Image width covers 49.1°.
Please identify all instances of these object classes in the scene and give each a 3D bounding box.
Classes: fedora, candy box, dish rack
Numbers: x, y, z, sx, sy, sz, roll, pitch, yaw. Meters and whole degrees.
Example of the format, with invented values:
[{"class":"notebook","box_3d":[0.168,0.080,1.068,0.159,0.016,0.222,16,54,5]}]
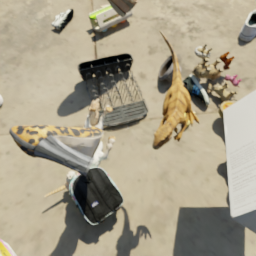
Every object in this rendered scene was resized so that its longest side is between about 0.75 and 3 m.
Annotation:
[{"class":"fedora","box_3d":[1.570,-2.088,10.168,0.517,1.012,1.145,32,28,-17]},{"class":"candy box","box_3d":[-3.312,3.725,6.439,1.240,0.555,1.818,38,64,23]},{"class":"dish rack","box_3d":[-0.483,-1.311,9.661,2.026,0.720,2.641,-15,58,-9]}]

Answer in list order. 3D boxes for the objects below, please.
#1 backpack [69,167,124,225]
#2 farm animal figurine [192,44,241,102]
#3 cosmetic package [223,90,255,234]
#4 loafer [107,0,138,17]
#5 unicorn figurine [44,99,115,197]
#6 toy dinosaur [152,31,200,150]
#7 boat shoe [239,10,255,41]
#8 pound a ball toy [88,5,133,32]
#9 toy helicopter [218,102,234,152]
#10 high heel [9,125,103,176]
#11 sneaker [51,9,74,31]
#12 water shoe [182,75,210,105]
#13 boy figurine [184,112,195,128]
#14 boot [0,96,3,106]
[{"class":"backpack","box_3d":[-0.897,1.718,7.385,1.169,0.992,1.317,-33,91,-20]},{"class":"farm animal figurine","box_3d":[3.012,-1.844,9.856,1.743,0.919,1.763,16,66,-18]},{"class":"cosmetic package","box_3d":[2.763,0.662,5.289,1.567,1.127,2.778,37,39,-17]},{"class":"loafer","box_3d":[-0.532,-4.236,8.301,0.740,2.354,0.846,-28,65,21]},{"class":"unicorn figurine","box_3d":[-1.102,0.569,8.006,1.050,1.954,2.844,26,37,-7]},{"class":"toy dinosaur","box_3d":[0.950,-0.585,5.357,0.764,1.343,2.529,-2,52,16]},{"class":"boat shoe","box_3d":[5.437,-4.528,11.721,0.847,0.769,2.303,27,61,17]},{"class":"pound a ball toy","box_3d":[-0.720,-4.822,12.028,1.959,0.832,1.277,-32,37,-19]},{"class":"toy helicopter","box_3d":[3.724,0.332,8.350,1.965,1.172,2.972,-12,56,-11]},{"class":"high heel","box_3d":[-1.280,0.124,5.460,1.486,2.085,0.744,26,103,-6]},{"class":"sneaker","box_3d":[-2.822,-4.746,12.037,0.579,0.485,1.309,22,59,11]},{"class":"water shoe","box_3d":[2.387,-1.252,9.853,0.531,0.481,1.346,-31,60,13]},{"class":"boy figurine","box_3d":[1.947,-0.458,9.334,0.605,0.313,0.973,-1,58,-2]},{"class":"boot","box_3d":[-5.758,-1.340,9.307,2.894,1.307,1.053,9,57,6]}]
